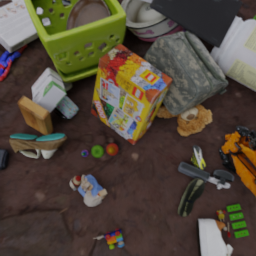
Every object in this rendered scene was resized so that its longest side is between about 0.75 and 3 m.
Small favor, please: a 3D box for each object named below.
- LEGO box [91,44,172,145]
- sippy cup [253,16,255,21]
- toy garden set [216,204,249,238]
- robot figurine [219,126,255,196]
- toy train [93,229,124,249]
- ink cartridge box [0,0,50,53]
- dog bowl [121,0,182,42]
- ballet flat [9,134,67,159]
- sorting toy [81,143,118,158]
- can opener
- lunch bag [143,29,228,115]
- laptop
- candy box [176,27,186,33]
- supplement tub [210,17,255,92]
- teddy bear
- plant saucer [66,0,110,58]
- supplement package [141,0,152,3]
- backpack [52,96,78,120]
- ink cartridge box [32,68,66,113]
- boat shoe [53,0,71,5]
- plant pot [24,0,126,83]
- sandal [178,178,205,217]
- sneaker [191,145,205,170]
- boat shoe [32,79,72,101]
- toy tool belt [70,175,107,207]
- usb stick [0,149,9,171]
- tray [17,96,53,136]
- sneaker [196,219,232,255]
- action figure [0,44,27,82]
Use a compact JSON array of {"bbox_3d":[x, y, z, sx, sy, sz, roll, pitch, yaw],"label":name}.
[{"bbox_3d":[-0.027,-0.993,9.215,2.032,2.728,1.053,37,57,12],"label":"LEGO box"},{"bbox_3d":[5.673,-3.844,11.042,1.203,1.642,1.290,-35,117,1],"label":"sippy cup"},{"bbox_3d":[3.428,3.130,9.319,0.835,0.200,1.002,-10,73,-5],"label":"toy garden set"},{"bbox_3d":[4.033,1.107,9.149,0.707,1.762,2.430,-6,49,-31],"label":"robot figurine"},{"bbox_3d":[-0.610,3.680,9.070,0.925,0.392,0.535,-17,87,-5],"label":"toy train"},{"bbox_3d":[-4.389,-4.252,11.004,1.928,0.489,2.188,47,61,0],"label":"ink cartridge box"},{"bbox_3d":[1.121,-4.543,10.761,2.843,1.048,2.843,-14,56,22],"label":"dog bowl"},{"bbox_3d":[-3.057,0.633,9.584,2.299,0.780,0.832,-1,104,19],"label":"ballet flat"},{"bbox_3d":[-1.023,0.839,9.786,1.322,0.455,0.458,-8,90,6],"label":"sorting toy"},{"bbox_3d":[2.633,1.593,9.609,1.836,0.483,0.610,19,66,10],"label":"can opener"},{"bbox_3d":[1.964,-1.946,9.317,2.065,1.715,2.462,-22,74,-34],"label":"lunch bag"},{"bbox_3d":[2.393,-4.397,9.921,2.654,1.642,2.834,29,83,-4],"label":"laptop"},{"bbox_3d":[1.917,-4.488,11.510,1.613,0.577,1.353,-23,73,-7],"label":"candy box"},{"bbox_3d":[4.611,-2.536,10.076,2.893,2.097,2.097,32,75,10],"label":"supplement tub"},{"bbox_3d":[1.869,-1.158,10.250,2.090,0.962,2.883,-7,71,-4],"label":"teddy bear"},{"bbox_3d":[-1.374,-3.558,10.049,2.160,0.346,2.160,5,98,34],"label":"plant saucer"},{"bbox_3d":[0.762,-5.463,10.024,0.892,1.628,0.926,11,35,-12],"label":"supplement package"},{"bbox_3d":[-2.317,-0.789,10.064,0.662,0.873,1.046,-40,116,11],"label":"backpack"},{"bbox_3d":[-2.661,-1.239,9.313,1.000,0.577,1.369,-45,38,13],"label":"ink cartridge box"},{"bbox_3d":[-2.356,-5.699,11.598,2.517,1.142,0.890,23,74,7],"label":"boat shoe"},{"bbox_3d":[-1.752,-3.319,9.897,2.721,2.481,2.735,-23,61,-11],"label":"plant pot"},{"bbox_3d":[2.025,2.273,9.327,0.573,0.412,1.443,24,101,-14],"label":"sandal"},{"bbox_3d":[2.325,1.044,9.614,0.357,0.406,0.960,-39,114,-45],"label":"sneaker"},{"bbox_3d":[-2.895,-1.462,10.475,1.584,0.553,0.564,-29,118,-14],"label":"boat shoe"},{"bbox_3d":[-1.269,1.919,9.313,1.282,0.800,0.788,44,121,17],"label":"toy tool belt"},{"bbox_3d":[-5.578,1.030,9.839,2.741,0.447,0.760,4,73,2],"label":"usb stick"},{"bbox_3d":[-3.033,-0.309,9.299,0.941,1.907,0.353,32,68,0],"label":"tray"},{"bbox_3d":[2.734,4.138,8.598,1.076,0.925,2.541,1,71,3],"label":"sneaker"},{"bbox_3d":[-4.844,-2.578,10.964,0.722,0.570,2.207,27,76,3],"label":"action figure"}]
